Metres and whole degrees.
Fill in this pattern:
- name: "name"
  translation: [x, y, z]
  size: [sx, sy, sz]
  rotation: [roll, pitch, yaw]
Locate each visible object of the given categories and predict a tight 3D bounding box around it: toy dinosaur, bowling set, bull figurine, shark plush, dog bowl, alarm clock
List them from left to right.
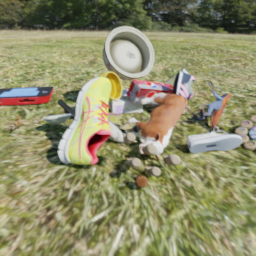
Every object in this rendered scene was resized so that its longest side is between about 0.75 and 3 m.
- name: "toy dinosaur"
  translation: [-3.771, -0.207, 9.692]
  size: [0.270, 0.475, 0.894]
  rotation: [8, 28, 24]
- name: "shark plush"
  translation: [-0.813, 0.002, 9.603]
  size: [0.887, 0.968, 2.130]
  rotation: [17, 2, -25]
- name: "dog bowl"
  translation: [-0.055, -2.906, 11.314]
  size: [2.168, 2.168, 0.799]
  rotation: [-13, -6, -27]
- name: "alarm clock"
  translation: [0.140, -0.002, 9.421]
  size: [0.956, 0.318, 0.645]
  rotation: [-28, 25, -21]
- name: "bowling set"
  translation: [0.356, 0.875, 6.899]
  size: [1.600, 1.113, 0.859]
  rotation: [30, -8, -4]
- name: "bull figurine"
  translation: [0.827, -0.128, 8.476]
  size: [1.503, 0.806, 2.476]
  rotation: [17, 55, 35]
- name: "toy dinosaur"
  translation: [3.321, -0.707, 10.538]
  size: [1.833, 1.061, 2.020]
  rotation: [-18, 62, -20]

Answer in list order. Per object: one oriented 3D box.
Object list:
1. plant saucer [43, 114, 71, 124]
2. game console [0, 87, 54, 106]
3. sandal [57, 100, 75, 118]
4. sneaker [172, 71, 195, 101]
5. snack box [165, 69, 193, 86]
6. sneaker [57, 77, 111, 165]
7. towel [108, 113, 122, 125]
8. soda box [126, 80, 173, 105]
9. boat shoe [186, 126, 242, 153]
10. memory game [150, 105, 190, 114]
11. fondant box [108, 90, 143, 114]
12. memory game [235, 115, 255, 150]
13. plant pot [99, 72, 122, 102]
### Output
- name: "plant saucer"
  translation: [-2.415, -0.284, 9.609]
  size: [0.970, 0.243, 0.970]
  rotation: [-6, 9, 1]
- name: "game console"
  translation: [-5.015, -1.600, 13.240]
  size: [2.760, 0.428, 2.441]
  rotation: [-3, 23, -8]
- name: "sandal"
  translation: [-2.361, -0.691, 10.735]
  size: [0.234, 0.978, 0.368]
  rotation: [-32, 29, 21]
- name: "sneaker"
  translation: [2.077, -1.124, 10.591]
  size: [0.813, 1.983, 0.696]
  rotation: [13, -5, -9]
- name: "snack box"
  translation: [2.358, -2.107, 13.149]
  size: [1.250, 0.726, 0.232]
  rotation: [-34, 13, 39]
- name: "sneaker"
  translation: [-0.877, -0.152, 7.733]
  size: [1.197, 2.651, 1.036]
  rotation: [13, -12, 29]
- name: "towel"
  translation: [-1.125, -0.338, 10.645]
  size: [1.597, 0.182, 1.147]
  rotation: [5, 25, 12]
- name: "soda box"
  translation: [1.030, -1.417, 11.442]
  size: [2.144, 0.750, 0.680]
  rotation: [0, 37, -37]
- name: "boat shoe"
  translation: [2.554, 0.322, 8.488]
  size: [1.652, 0.610, 0.704]
  rotation: [-8, 44, -4]
- name: "memory game"
  translation: [1.767, -0.824, 11.711]
  size: [1.665, 0.106, 1.665]
  rotation: [-3, 20, 1]
- name: "fondant box"
  translation: [-0.213, -1.173, 12.126]
  size: [1.295, 0.523, 1.795]
  rotation: [-5, 23, -12]
- name: "memory game"
  translation: [4.396, 0.114, 8.811]
  size: [1.993, 0.127, 1.993]
  rotation: [-16, 31, 10]
- name: "plant pot"
  translation: [-0.937, -1.495, 10.662]
  size: [1.017, 1.081, 1.081]
  rotation: [-9, 15, 36]
